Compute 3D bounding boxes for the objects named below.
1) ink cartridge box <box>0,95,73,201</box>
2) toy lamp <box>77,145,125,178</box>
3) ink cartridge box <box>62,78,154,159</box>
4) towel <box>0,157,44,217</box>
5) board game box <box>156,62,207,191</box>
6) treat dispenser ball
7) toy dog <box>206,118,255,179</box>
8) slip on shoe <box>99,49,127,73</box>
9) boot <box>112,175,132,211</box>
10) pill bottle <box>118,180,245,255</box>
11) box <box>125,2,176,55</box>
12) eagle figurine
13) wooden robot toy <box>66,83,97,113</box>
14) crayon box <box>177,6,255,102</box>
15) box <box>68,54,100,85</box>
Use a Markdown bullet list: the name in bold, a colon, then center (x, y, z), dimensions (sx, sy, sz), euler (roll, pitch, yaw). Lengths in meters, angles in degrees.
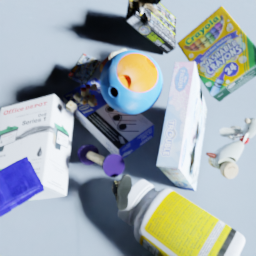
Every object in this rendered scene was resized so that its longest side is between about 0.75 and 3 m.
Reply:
- **ink cartridge box**: center (-2.850, 0.618, 8.247), dimensions (2.065, 1.192, 2.827), euler (-12, 60, 17)
- **toy lamp**: center (-0.905, 0.866, 8.038), dimensions (0.683, 2.347, 0.683), euler (-1, 92, -28)
- **ink cartridge box**: center (-0.696, -0.385, 9.063), dimensions (1.409, 0.663, 2.997), euler (-34, 56, -22)
- **towel**: center (-2.502, 1.249, 5.886), dimensions (1.221, 0.303, 0.902), euler (-30, 77, -17)
- **board game box**: center (1.615, 0.112, 7.834), dimensions (0.605, 2.778, 2.791), euler (5, 69, 23)
- **treat dispenser ball**: center (0.078, -1.184, 7.393), dimensions (1.658, 1.658, 1.658), euler (0, 63, 0)
- **toy dog**: center (2.483, 0.388, 6.882), dimensions (0.799, 1.095, 1.660), euler (35, 71, -22)
- **slip on shoe**: center (-0.272, -2.112, 9.420), dimensions (0.744, 2.431, 0.900), euler (-28, 95, 23)
- **boot**: center (-0.200, 1.494, 7.154), dimensions (0.358, 0.991, 0.748), euler (0, 22, -18)
- **pill bottle**: center (1.250, 2.644, 7.231), dimensions (2.955, 1.661, 1.661), euler (30, 67, 26)
- **box**: center (0.944, -4.124, 10.646), dimensions (2.236, 0.495, 1.792), euler (28, 54, -34)
- **eagle figurine**: center (0.601, -4.113, 9.302), dimensions (1.247, 0.946, 0.941), euler (7, 107, 17)
- **wooden robot toy**: center (-1.156, -0.837, 8.086), dimensions (0.578, 0.561, 1.274), euler (36, 50, 13)
- **crayon box**: center (2.528, -2.249, 8.020), dimensions (1.606, 0.659, 2.555), euler (-38, 60, 24)
- **box**: center (-1.512, -2.023, 9.638), dimensions (0.693, 0.202, 1.013), euler (26, 75, 16)
